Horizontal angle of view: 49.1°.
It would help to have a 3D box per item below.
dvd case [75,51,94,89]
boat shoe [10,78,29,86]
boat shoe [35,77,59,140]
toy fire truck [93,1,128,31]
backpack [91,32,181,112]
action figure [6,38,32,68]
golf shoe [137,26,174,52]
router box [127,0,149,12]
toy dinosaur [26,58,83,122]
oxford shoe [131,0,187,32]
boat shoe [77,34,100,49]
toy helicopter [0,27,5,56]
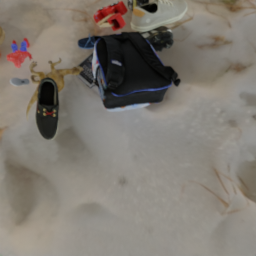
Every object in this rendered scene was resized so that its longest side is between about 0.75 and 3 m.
[{"bbox_3d":[-1.294,-2.274,10.604,1.041,0.171,1.386,42,77,12],"label":"dvd case"},{"bbox_3d":[-3.955,-1.648,10.070,0.288,0.843,0.311,-7,101,25],"label":"boat shoe"},{"bbox_3d":[-2.631,-0.621,9.105,0.747,0.640,2.042,0,90,-18],"label":"boat shoe"},{"bbox_3d":[-0.704,-4.058,10.362,1.904,0.464,1.342,4,53,43],"label":"toy fire truck"},{"bbox_3d":[-0.034,-1.904,9.436,2.669,2.056,2.543,-9,69,-25],"label":"backpack"},{"bbox_3d":[-3.832,-2.609,9.890,0.765,0.604,2.338,-11,31,-10],"label":"action figure"},{"bbox_3d":[0.530,-3.355,10.686,2.336,0.908,1.104,-5,47,4],"label":"golf shoe"},{"bbox_3d":[0.377,-4.892,10.831,0.330,1.264,0.994,-34,77,-10],"label":"router box"},{"bbox_3d":[-2.979,-1.637,10.032,2.787,0.811,1.409,-42,74,-8],"label":"toy dinosaur"},{"bbox_3d":[1.264,-4.449,10.522,2.934,0.847,1.103,-33,51,-31],"label":"oxford shoe"},{"bbox_3d":[-1.310,-3.412,10.800,1.318,0.453,0.555,-11,73,-3],"label":"boat shoe"},{"bbox_3d":[-5.962,-3.695,10.605,2.794,1.102,1.848,15,74,10],"label":"toy helicopter"}]
